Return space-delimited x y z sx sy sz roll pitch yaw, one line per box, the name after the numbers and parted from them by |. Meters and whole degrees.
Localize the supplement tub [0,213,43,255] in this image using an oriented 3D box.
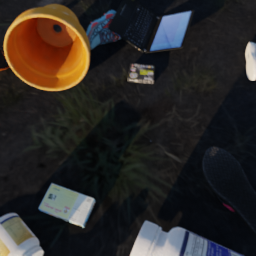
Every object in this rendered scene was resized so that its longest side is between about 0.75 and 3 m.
-2.779 2.846 6.871 1.263 0.912 0.912 40 66 21 | supplement tub

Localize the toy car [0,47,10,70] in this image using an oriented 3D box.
-4.743 -2.953 10.866 0.727 1.072 2.186 -22 26 37 | toy car

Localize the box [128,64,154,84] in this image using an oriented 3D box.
0.488 -1.993 10.311 0.934 0.207 0.748 6 58 4 | box

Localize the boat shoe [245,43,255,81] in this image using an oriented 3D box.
4.776 -2.460 10.412 0.633 0.665 1.847 9 49 6 | boat shoe

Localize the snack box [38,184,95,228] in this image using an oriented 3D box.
-1.679 2.121 7.710 1.334 0.248 0.775 17 60 11 | snack box

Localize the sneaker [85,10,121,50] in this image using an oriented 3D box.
-0.809 -3.822 11.058 1.090 0.905 2.282 31 63 16 | sneaker

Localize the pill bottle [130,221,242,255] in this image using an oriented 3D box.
1.363 3.178 6.300 2.579 1.544 1.544 21 60 14 | pill bottle

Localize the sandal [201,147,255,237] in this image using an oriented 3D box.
2.981 1.847 7.760 1.080 0.648 2.875 -33 78 -13 | sandal

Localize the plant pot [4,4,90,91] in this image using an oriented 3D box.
-2.607 -3.069 9.785 2.656 2.656 2.431 -2 42 -1 | plant pot

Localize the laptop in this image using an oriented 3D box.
0.949 -4.246 10.966 2.647 1.367 2.346 30 57 -16 | laptop
